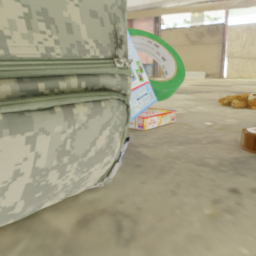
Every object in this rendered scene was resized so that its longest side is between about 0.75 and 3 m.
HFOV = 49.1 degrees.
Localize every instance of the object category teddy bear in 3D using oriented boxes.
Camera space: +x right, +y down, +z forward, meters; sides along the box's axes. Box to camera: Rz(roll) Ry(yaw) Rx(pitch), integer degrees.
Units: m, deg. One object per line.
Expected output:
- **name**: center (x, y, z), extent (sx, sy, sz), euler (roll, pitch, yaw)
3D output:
- **teddy bear**: center (4.498, -1.124, 11.189), extent (1.338, 0.616, 1.846), euler (-6, 13, -18)

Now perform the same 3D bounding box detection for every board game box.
- **board game box**: center (0.438, -0.281, 7.751), extent (1.134, 0.347, 1.497), euler (9, 16, 38)
- **board game box**: center (-0.275, -1.516, 6.364), extent (0.473, 2.587, 1.957), euler (-18, 10, 28)

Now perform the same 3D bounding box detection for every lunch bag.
- **lunch bag**: center (-1.301, -0.224, 2.677), extent (1.974, 2.377, 2.834), euler (10, 17, 37)

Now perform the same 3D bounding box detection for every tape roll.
- **tape roll**: center (0.525, -1.952, 8.570), extent (2.513, 2.513, 0.604), euler (-7, -28, -31)

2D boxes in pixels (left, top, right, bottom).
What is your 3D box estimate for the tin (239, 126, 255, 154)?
- **tin**: center (3.049, 0.302, 4.970), extent (1.176, 0.440, 2.100), euler (-4, 12, -38)
